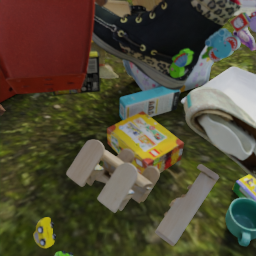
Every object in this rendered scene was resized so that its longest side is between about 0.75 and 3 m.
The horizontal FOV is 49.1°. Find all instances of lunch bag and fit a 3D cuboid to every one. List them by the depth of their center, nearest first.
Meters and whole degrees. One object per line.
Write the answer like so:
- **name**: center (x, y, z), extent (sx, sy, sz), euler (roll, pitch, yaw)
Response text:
- **lunch bag**: center (1.157, -2.362, 9.255), extent (2.246, 1.684, 2.648), euler (-21, 56, -19)

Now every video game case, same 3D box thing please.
- **video game case**: center (-1.064, -1.055, 5.570), extent (0.984, 1.089, 0.139), euler (-7, 62, -9)

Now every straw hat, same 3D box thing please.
- **straw hat**: center (-0.866, -1.664, 6.421), extent (1.562, 0.661, 1.562), euler (15, 19, -5)

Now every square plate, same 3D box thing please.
- **square plate**: center (3.576, -0.638, 8.241), extent (2.967, 0.422, 2.939), euler (-32, 51, -31)

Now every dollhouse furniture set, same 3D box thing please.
- **dollhouse furniture set**: center (0.296, 0.666, 4.057), extent (1.649, 1.515, 1.073), euler (34, 91, 19)

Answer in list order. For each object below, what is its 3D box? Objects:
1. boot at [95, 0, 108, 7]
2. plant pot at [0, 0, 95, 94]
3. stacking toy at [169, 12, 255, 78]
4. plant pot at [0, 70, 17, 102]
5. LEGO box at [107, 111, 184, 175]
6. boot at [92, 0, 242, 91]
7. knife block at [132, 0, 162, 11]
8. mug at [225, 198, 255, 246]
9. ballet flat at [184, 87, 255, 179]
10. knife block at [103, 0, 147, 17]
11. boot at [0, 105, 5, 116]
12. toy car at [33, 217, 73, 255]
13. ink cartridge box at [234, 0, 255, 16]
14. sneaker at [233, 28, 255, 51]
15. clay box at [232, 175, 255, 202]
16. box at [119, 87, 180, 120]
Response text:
- **boot**: center (-0.488, -3.210, 5.391), extent (0.526, 1.498, 1.095), euler (-6, 26, 44)
- **plant pot**: center (-1.118, -1.138, 3.672), extent (1.365, 1.363, 1.203), euler (-6, 87, -14)
- **stacking toy**: center (1.966, -1.647, 4.819), extent (1.784, 2.366, 0.556), euler (-30, 88, -46)
- **plant pot**: center (-4.285, -2.024, 8.617), extent (1.982, 2.247, 2.249), euler (37, 53, 21)
- **LEGO box**: center (0.396, 0.390, 6.959), extent (1.162, 0.602, 1.561), euler (-27, 49, -27)
- **boot**: center (0.474, -2.285, 5.529), extent (2.867, 2.166, 1.035), euler (34, 43, -5)
- **knife block**: center (0.470, -4.186, 8.018), extent (0.889, 2.440, 2.779), euler (-56, 23, -5)
- **mug**: center (2.215, 1.836, 5.428), extent (0.845, 0.522, 0.694), euler (-27, 49, -26)
- **ballet flat**: center (1.746, 0.352, 3.960), extent (2.418, 0.815, 0.754), euler (34, 34, -4)
- **knife block**: center (-0.330, -2.975, 7.570), extent (2.079, 0.758, 2.369), euler (-14, 12, -4)
- **boot**: center (-2.370, -0.771, 4.366), extent (1.660, 1.781, 0.572), euler (-7, 38, 22)
- **toy car**: center (-0.948, 1.605, 3.437), extent (0.187, 0.790, 0.840), euler (-12, 53, 23)
- **ink cartridge box**: center (2.305, -3.471, 5.992), extent (1.385, 1.914, 0.807), euler (8, 9, 12)
- **sneaker**: center (2.936, -2.245, 7.091), extent (0.360, 0.327, 0.814), euler (-27, 63, 17)
- **clay box**: center (3.150, 1.284, 6.168), extent (1.434, 0.341, 0.824), euler (-21, 47, -20)
- **box**: center (0.618, -0.709, 8.087), extent (1.719, 0.707, 0.422), euler (-17, 48, -18)
